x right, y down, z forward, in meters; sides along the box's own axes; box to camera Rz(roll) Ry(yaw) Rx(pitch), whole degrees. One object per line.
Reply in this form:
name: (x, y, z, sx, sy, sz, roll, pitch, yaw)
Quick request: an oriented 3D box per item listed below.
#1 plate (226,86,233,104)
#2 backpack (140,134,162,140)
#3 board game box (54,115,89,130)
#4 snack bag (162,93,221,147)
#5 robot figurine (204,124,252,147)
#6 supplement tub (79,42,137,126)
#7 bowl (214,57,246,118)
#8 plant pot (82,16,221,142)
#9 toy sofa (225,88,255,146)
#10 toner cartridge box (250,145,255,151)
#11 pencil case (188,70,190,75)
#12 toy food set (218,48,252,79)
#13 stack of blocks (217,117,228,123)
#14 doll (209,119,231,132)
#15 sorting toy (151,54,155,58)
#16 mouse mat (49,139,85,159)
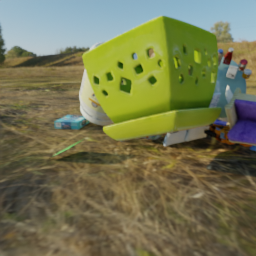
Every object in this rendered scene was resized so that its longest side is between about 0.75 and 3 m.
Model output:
plate: (3.552, -0.359, 9.005, 0.252, 1.555, 1.558, -24, 48, 21)
backpack: (0.689, -0.249, 9.385, 1.117, 1.391, 1.520, 32, 11, 36)
board game box: (-2.336, -0.244, 11.813, 1.021, 0.317, 1.353, 3, 14, 11)
snack bag: (2.027, -0.266, 8.869, 1.855, 1.749, 0.199, -9, 36, -32)
robot figurine: (2.994, 0.201, 8.465, 1.118, 0.449, 1.543, 8, 10, -14)
supplement tub: (-0.808, -1.698, 11.224, 2.080, 2.869, 2.080, 12, 44, -12)
bowl: (3.281, -1.586, 11.459, 1.350, 2.582, 2.582, -11, 17, -34)
plant pot: (0.753, -1.007, 7.103, 2.615, 2.373, 2.602, -12, -3, 42)
toy sofa: (3.260, -0.113, 6.143, 2.135, 0.884, 1.042, 16, 63, 37)
toner cartridge box: (4.265, 0.464, 8.096, 0.301, 0.662, 1.393, -11, 16, -35)
pencil case: (1.808, -1.170, 10.717, 1.070, 2.585, 1.118, 25, 3, 21)
toy food set: (3.730, -2.406, 10.243, 1.681, 0.757, 0.803, 18, 58, 13)
stack of blocks: (4.925, -0.544, 12.481, 2.015, 0.590, 1.160, 5, 14, 19)
doll: (3.013, -0.232, 10.846, 1.884, 0.669, 2.761, 6, 7, -30)
sorting toy: (1.087, -1.994, 12.269, 0.308, 2.096, 1.549, 4, 37, -8)
mouse mat: (-1.712, 0.584, 7.893, 0.754, 0.035, 0.938, -25, 6, 32)
